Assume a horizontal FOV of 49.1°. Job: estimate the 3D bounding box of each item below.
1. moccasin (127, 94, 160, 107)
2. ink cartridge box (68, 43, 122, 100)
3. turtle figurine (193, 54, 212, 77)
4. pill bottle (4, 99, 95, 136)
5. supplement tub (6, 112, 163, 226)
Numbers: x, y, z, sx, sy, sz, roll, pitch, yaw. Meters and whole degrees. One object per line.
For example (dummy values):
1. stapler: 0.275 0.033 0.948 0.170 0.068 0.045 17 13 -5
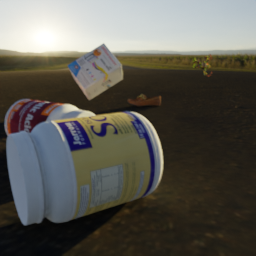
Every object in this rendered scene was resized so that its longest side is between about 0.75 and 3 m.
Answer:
1. moccasin: 0.971 -1.686 16.904 2.021 0.780 0.739 -1 16 -3
2. ink cartridge box: -1.332 -2.349 11.819 1.819 1.339 1.315 -35 -12 -8
3. turtle figurine: 3.856 -3.307 14.518 1.023 1.269 0.409 11 -8 -15
4. pill bottle: -2.486 0.006 9.190 2.962 1.691 1.691 9 18 33
5. supplement tub: -0.907 0.771 5.901 2.787 2.026 2.026 -9 18 -32
